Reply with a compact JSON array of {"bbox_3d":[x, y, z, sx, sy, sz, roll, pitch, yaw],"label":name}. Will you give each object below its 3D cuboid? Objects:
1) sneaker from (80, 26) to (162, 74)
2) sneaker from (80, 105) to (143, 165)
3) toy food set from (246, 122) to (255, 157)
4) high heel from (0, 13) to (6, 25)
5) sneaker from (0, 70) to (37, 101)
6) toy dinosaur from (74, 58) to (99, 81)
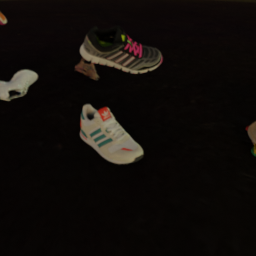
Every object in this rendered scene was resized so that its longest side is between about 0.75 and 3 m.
[{"bbox_3d":[-0.117,-1.988,6.959,2.116,0.926,0.781,9,62,-8],"label":"sneaker"},{"bbox_3d":[-0.605,0.105,8.260,0.904,1.200,2.567,-24,38,-35],"label":"sneaker"},{"bbox_3d":[4.759,0.338,8.509,2.247,0.552,2.270,13,33,20],"label":"toy food set"},{"bbox_3d":[-4.583,-3.678,9.301,0.750,0.526,1.563,-39,61,1],"label":"high heel"},{"bbox_3d":[-4.652,-1.721,11.915,0.988,0.845,2.268,25,45,19],"label":"sneaker"},{"bbox_3d":[-2.149,-2.923,13.871,1.781,0.764,1.207,9,38,25],"label":"toy dinosaur"}]
